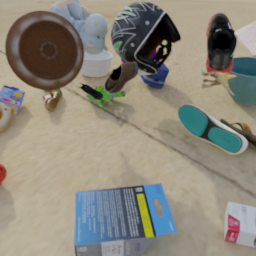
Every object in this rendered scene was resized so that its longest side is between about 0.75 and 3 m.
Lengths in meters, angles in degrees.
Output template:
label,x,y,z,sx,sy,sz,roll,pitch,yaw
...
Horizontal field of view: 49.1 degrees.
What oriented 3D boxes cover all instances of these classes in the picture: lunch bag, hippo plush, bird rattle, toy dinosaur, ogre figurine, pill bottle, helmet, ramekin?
label,x,y,z,sx,sy,sz,roll,pitch,yaw
lunch bag,1.267,-2.616,13.760,1.111,1.082,1.635,10,29,-15
hippo plush,-1.766,-3.393,10.053,1.880,2.338,1.863,32,23,30
bird rattle,-5.439,-0.484,10.267,2.053,1.419,2.519,17,36,-3
toy dinosaur,2.491,-1.349,7.677,0.909,0.523,1.799,-1,23,19
ogre figurine,-1.071,-1.436,12.165,1.743,0.855,1.045,22,17,6
pill bottle,0.418,-3.541,11.480,1.497,2.662,1.497,-2,15,1
helmet,0.475,-3.118,9.486,2.268,2.162,2.268,-26,46,30
ramekin,-1.826,-3.474,15.071,1.894,0.994,1.894,4,32,-3

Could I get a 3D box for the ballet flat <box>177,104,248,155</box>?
label,x,y,z,sx,sy,sz,roll,pitch,yaw
ballet flat,2.922,0.056,9.819,0.971,0.971,2.795,-22,42,-31

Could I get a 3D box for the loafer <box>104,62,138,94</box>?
label,x,y,z,sx,sy,sz,roll,pitch,yaw
loafer,-0.292,-1.302,7.070,0.488,1.376,0.503,2,70,-32

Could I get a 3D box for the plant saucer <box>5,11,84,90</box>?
label,x,y,z,sx,sy,sz,roll,pitch,yaw
plant saucer,-2.509,-2.404,8.778,2.462,2.462,0.450,-16,16,-24

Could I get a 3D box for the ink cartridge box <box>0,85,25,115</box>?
label,x,y,z,sx,sy,sz,roll,pitch,yaw
ink cartridge box,-4.883,-1.231,11.660,0.911,0.510,1.335,19,33,-19

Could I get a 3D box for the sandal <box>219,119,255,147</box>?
label,x,y,z,sx,sy,sz,roll,pitch,yaw
sandal,4.024,0.132,9.557,1.893,0.774,0.517,32,87,38

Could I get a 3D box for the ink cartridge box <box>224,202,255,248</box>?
label,x,y,z,sx,sy,sz,roll,pitch,yaw
ink cartridge box,2.869,2.284,6.484,1.158,0.483,0.841,10,33,15

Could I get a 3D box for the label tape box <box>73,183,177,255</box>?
label,x,y,z,sx,sy,sz,roll,pitch,yaw
label tape box,-0.132,2.140,6.523,2.158,0.683,1.556,-4,32,-6

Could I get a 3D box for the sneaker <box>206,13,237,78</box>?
label,x,y,z,sx,sy,sz,roll,pitch,yaw
sneaker,3.060,-2.985,9.210,0.926,1.280,2.621,4,63,12

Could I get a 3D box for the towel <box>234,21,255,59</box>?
label,x,y,z,sx,sy,sz,roll,pitch,yaw
towel,3.227,-2.184,6.500,1.148,0.185,1.096,-24,48,14

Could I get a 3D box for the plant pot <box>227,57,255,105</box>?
label,x,y,z,sx,sy,sz,roll,pitch,yaw
plant pot,5.204,-1.933,12.128,2.347,1.581,2.347,-1,33,1

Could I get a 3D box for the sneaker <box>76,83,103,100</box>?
label,x,y,z,sx,sy,sz,roll,pitch,yaw
sneaker,-1.356,-1.300,9.879,1.008,0.303,0.526,31,3,37

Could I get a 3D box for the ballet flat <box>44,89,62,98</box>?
label,x,y,z,sx,sy,sz,roll,pitch,yaw
ballet flat,-3.563,-1.884,13.048,0.526,0.561,1.552,-22,38,-31

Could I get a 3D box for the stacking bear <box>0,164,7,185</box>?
label,x,y,z,sx,sy,sz,roll,pitch,yaw
stacking bear,-4.173,1.084,8.021,1.663,1.010,0.946,24,4,27

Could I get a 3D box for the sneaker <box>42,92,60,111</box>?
label,x,y,z,sx,sy,sz,roll,pitch,yaw
sneaker,-3.395,-1.118,11.955,0.640,0.532,1.420,-6,25,7
